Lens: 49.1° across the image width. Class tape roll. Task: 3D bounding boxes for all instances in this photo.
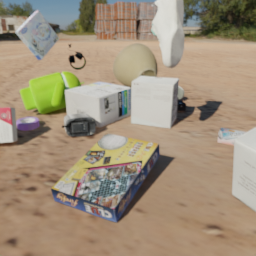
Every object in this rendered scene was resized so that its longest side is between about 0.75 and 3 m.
[{"bbox_3d":[-3.743,-0.161,10.458,0.791,0.259,0.791,1,21,0],"label":"tape roll"}]

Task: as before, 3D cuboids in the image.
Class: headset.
[{"bbox_3d":[-2.419,-3.247,12.813,0.733,1.187,0.558,-28,37,-3],"label":"headset"}]

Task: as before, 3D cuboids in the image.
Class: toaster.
[{"bbox_3d":[-1.761,-0.109,9.757,1.220,0.693,0.788,-6,19,-20],"label":"toaster"}]

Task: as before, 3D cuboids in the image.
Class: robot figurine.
[{"bbox_3d":[-3.142,-1.509,11.864,2.586,1.496,2.269,-19,7,-15],"label":"robot figurine"}]

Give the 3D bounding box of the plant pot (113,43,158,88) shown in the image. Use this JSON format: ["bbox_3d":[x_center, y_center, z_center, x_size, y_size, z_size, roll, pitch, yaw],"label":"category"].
[{"bbox_3d":[0.648,-3.116,15.454,2.524,2.524,1.695,-11,44,-26],"label":"plant pot"}]

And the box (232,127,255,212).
[{"bbox_3d":[3.693,0.831,5.301,2.374,1.560,2.386,-25,35,-21],"label":"box"}]

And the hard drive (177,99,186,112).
[{"bbox_3d":[1.419,-1.049,12.544,1.986,0.376,1.387,-3,22,-9],"label":"hard drive"}]

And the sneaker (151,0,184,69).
[{"bbox_3d":[1.067,-2.731,8.078,0.940,2.125,0.799,1,-5,34],"label":"sneaker"}]

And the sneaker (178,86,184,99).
[{"bbox_3d":[1.740,-1.992,14.240,2.598,0.914,1.041,15,23,35],"label":"sneaker"}]

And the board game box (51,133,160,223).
[{"bbox_3d":[-0.424,1.021,6.664,1.609,0.411,2.375,11,35,26],"label":"board game box"}]

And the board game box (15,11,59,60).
[{"bbox_3d":[-3.467,-3.565,10.818,0.286,1.312,1.318,4,53,36],"label":"board game box"}]

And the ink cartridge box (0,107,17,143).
[{"bbox_3d":[-4.409,-0.056,8.870,1.537,1.115,0.641,-4,3,-9],"label":"ink cartridge box"}]

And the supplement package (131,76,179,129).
[{"bbox_3d":[1.037,-1.031,10.763,1.579,1.652,1.215,8,23,18],"label":"supplement package"}]

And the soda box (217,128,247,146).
[{"bbox_3d":[3.530,0.343,8.951,1.229,0.420,0.391,11,24,25],"label":"soda box"}]

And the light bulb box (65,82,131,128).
[{"bbox_3d":[-1.166,-1.013,11.303,1.917,1.207,1.934,17,27,36],"label":"light bulb box"}]
